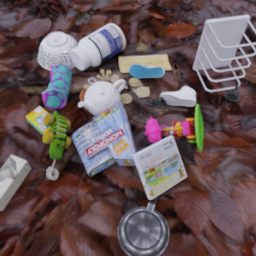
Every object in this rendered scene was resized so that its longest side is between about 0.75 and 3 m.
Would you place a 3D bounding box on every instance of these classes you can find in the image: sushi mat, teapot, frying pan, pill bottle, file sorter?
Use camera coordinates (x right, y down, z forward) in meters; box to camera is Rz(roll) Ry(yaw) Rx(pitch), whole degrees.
[{"bbox_3d":[0.763,-3.031,13.237,2.423,0.147,1.159,-4,54,-3],"label":"sushi mat"},{"bbox_3d":[-1.001,-1.243,11.121,1.553,1.149,1.574,12,71,2],"label":"teapot"},{"bbox_3d":[0.821,2.889,8.931,1.621,0.436,2.679,35,65,23],"label":"frying pan"},{"bbox_3d":[-1.419,-3.684,12.949,2.450,1.361,1.361,-39,63,-24],"label":"pill bottle"},{"bbox_3d":[4.520,-1.549,12.176,0.677,0.182,1.119,6,53,3],"label":"frying pan"},{"bbox_3d":[4.084,-3.014,11.734,1.815,2.616,1.629,-10,57,-7],"label":"file sorter"}]

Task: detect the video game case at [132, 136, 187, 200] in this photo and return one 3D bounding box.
[{"bbox_3d":[1.097,1.298,9.380,1.724,0.197,1.569,-24,98,-31],"label":"video game case"}]

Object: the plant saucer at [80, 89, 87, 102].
[{"bbox_3d":[-1.472,-1.322,12.009,1.176,0.190,1.176,1,55,-1],"label":"plant saucer"}]

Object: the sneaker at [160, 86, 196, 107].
[{"bbox_3d":[2.126,-1.387,11.900,1.503,0.554,0.869,12,47,5],"label":"sneaker"}]

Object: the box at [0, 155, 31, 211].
[{"bbox_3d":[-4.125,1.844,9.517,0.712,0.593,1.733,18,57,12],"label":"box"}]

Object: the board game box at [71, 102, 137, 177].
[{"bbox_3d":[-0.671,0.599,9.888,2.305,0.711,2.303,-31,59,-1],"label":"board game box"}]

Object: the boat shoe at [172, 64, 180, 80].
[{"bbox_3d":[2.189,-2.575,12.828,0.304,0.303,0.862,-7,56,-8],"label":"boat shoe"}]

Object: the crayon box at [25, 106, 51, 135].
[{"bbox_3d":[-3.378,-0.238,11.127,1.244,0.362,0.739,36,62,22],"label":"crayon box"}]

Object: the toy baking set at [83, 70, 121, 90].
[{"bbox_3d":[-1.089,-1.885,12.059,1.521,0.177,1.167,-37,73,-13],"label":"toy baking set"}]

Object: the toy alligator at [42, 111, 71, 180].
[{"bbox_3d":[-2.512,0.456,10.127,0.951,0.689,2.869,20,49,-39],"label":"toy alligator"}]

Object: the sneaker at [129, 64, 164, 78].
[{"bbox_3d":[0.829,-2.494,12.587,1.613,0.651,0.617,10,98,16],"label":"sneaker"}]

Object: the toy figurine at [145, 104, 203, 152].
[{"bbox_3d":[1.669,0.044,10.358,2.024,2.199,1.651,-4,91,20],"label":"toy figurine"}]

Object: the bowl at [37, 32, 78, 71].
[{"bbox_3d":[-3.282,-3.802,13.244,2.219,1.041,2.219,0,55,0],"label":"bowl"}]

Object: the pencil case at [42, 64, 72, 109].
[{"bbox_3d":[-2.918,-1.768,11.638,0.990,0.912,2.143,20,38,-18],"label":"pencil case"}]

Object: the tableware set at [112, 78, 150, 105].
[{"bbox_3d":[0.101,-1.687,12.264,1.611,0.187,1.346,-16,58,-14],"label":"tableware set"}]

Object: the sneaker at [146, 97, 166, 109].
[{"bbox_3d":[1.186,-1.117,11.661,0.833,0.477,0.319,18,36,13],"label":"sneaker"}]
